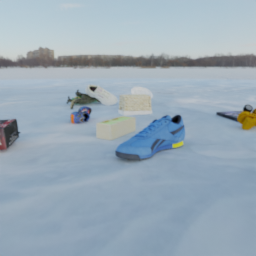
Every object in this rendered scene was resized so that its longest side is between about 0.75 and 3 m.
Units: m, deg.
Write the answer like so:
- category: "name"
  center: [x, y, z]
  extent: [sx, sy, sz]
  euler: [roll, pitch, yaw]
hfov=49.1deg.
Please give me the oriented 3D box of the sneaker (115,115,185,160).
- category: "sneaker"
  center: [0.581, 0.161, 6.925]
  extent: [2.331, 0.914, 0.768]
  euler: [-13, 20, -42]

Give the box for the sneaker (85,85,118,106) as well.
- category: "sneaker"
  center: [-1.410, -1.743, 14.821]
  extent: [1.820, 0.681, 0.907]
  euler: [22, -15, -6]

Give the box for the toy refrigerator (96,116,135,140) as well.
- category: "toy refrigerator"
  center: [-0.347, -0.042, 8.698]
  extent: [0.549, 0.506, 1.446]
  euler: [8, 15, 30]

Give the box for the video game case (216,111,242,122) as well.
- category: "video game case"
  center: [4.642, -0.458, 11.371]
  extent: [1.304, 0.173, 1.825]
  euler: [-3, 12, -14]

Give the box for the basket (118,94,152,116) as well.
- category: "basket"
  center: [0.296, -1.041, 12.443]
  extent: [1.357, 0.837, 0.920]
  euler: [-5, 13, -17]

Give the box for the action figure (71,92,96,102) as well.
- category: "action figure"
  center: [-2.505, -1.726, 16.202]
  extent: [1.373, 0.636, 2.324]
  euler: [9, 19, 25]

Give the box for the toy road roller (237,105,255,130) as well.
- category: "toy road roller"
  center: [4.174, -0.243, 9.375]
  extent: [1.009, 0.620, 0.737]
  euler: [18, 51, 5]

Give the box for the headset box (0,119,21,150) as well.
- category: "headset box"
  center: [-3.628, 0.187, 7.260]
  extent: [1.541, 0.578, 1.145]
  euler: [-5, 15, -5]

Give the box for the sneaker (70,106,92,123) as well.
- category: "sneaker"
  center: [-1.693, -0.454, 10.777]
  extent: [0.558, 0.536, 1.422]
  euler: [10, 23, 12]

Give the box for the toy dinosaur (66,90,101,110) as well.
- category: "toy dinosaur"
  center: [-2.538, -1.554, 15.179]
  extent: [1.309, 0.705, 2.970]
  euler: [17, 22, 27]

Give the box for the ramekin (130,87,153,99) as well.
- category: "ramekin"
  center: [0.647, -1.587, 14.575]
  extent: [1.165, 0.568, 1.165]
  euler: [9, 41, -8]
